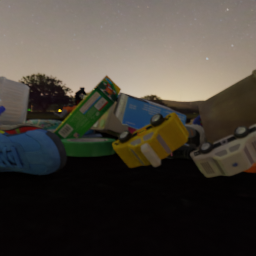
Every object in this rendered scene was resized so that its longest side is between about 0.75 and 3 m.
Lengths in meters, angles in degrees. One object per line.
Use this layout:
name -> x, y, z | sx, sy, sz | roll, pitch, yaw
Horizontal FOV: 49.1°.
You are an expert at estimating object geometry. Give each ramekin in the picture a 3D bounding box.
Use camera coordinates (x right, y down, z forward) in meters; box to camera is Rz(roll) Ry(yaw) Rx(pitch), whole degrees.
ramekin -> -5.567, -0.920, 13.379 | 1.353, 2.906, 2.906 | 7, 1, -18

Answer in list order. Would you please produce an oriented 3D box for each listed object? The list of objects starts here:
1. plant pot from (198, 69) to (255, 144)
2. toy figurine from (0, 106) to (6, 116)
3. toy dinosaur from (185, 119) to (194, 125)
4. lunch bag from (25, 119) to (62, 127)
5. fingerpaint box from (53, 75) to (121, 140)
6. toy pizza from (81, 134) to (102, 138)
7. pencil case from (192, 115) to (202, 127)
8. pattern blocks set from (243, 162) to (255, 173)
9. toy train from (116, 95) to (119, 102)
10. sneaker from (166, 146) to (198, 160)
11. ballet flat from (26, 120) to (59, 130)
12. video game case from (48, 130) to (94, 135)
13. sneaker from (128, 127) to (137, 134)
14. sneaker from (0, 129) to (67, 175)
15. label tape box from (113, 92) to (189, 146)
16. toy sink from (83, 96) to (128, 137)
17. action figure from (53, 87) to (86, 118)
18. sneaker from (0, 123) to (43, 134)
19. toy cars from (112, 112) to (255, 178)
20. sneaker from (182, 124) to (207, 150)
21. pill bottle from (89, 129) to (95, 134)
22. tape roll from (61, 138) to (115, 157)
plant pot -> 3.435, -0.321, 8.441 | 2.265, 2.610, 2.610 | -15, -2, 20
toy figurine -> -4.417, -0.234, 8.211 | 2.543, 1.341, 1.523 | 1, 39, 21
toy dinosaur -> 3.676, -0.109, 15.822 | 2.984, 0.868, 1.509 | 1, 5, 16
lunch bag -> -4.825, -0.102, 16.358 | 1.586, 0.762, 1.978 | 2, 4, 29
fingerpaint box -> -1.359, -0.622, 9.870 | 2.275, 0.834, 1.898 | -44, 12, 18
toy pizza -> -2.029, 0.425, 11.341 | 1.935, 0.307, 1.935 | 0, 2, 0
pencil case -> 3.131, 0.038, 10.978 | 1.123, 1.250, 2.877 | -34, -6, 13
pattern blocks set -> 3.189, 0.736, 6.674 | 2.842, 0.230, 2.498 | 2, 4, 25
toy train -> -1.414, -0.893, 14.447 | 2.809, 1.217, 1.605 | -31, 23, -18
sneaker -> 1.364, 0.626, 7.224 | 1.069, 0.378, 0.530 | 4, -2, -6
ballet flat -> -4.230, 0.061, 12.803 | 2.390, 0.841, 0.805 | -3, -2, -43
video game case -> -2.593, 0.168, 11.787 | 1.955, 0.174, 1.399 | 0, 1, 11
sneaker -> 0.502, 0.202, 10.006 | 0.988, 0.911, 2.240 | -2, 4, -1
sneaker -> -2.388, 0.548, 5.421 | 2.748, 0.906, 1.077 | 2, 16, 34
label tape box -> 0.663, -0.346, 8.340 | 1.845, 0.851, 2.575 | 17, 6, -12
toy sink -> -0.855, -0.417, 12.502 | 2.412, 1.351, 1.572 | 21, -10, -35
action figure -> -2.680, -0.610, 16.013 | 2.865, 2.962, 1.549 | -32, 51, -24
sneaker -> -3.992, 0.255, 10.152 | 1.807, 0.767, 0.696 | -6, -5, -18
toy cars -> 1.080, 0.424, 4.766 | 2.710, 1.215, 0.600 | 7, 35, -3
sneaker -> 1.588, 0.221, 9.715 | 1.014, 0.945, 2.558 | -5, 6, -23
pill bottle -> -2.212, 0.119, 13.102 | 1.191, 0.664, 0.664 | -5, 6, -32
tape roll -> -1.203, 0.550, 8.347 | 1.672, 0.402, 1.672 | 0, 4, 0
